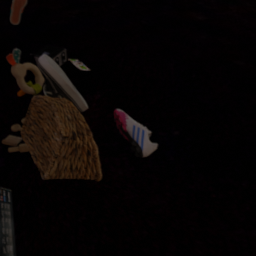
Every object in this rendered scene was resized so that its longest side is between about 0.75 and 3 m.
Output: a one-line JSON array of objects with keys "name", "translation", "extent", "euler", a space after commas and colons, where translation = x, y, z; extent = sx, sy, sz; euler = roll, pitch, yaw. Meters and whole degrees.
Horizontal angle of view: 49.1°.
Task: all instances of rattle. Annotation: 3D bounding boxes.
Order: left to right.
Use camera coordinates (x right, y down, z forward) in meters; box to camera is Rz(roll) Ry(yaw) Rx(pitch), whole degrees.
[{"name": "rattle", "translation": [-3.881, -1.907, 9.822], "extent": [1.230, 1.722, 1.121], "euler": [14, 71, 38]}]

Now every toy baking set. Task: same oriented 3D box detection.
[{"name": "toy baking set", "translation": [-3.568, 0.146, 10.983], "extent": [2.564, 0.298, 1.968], "euler": [-5, 43, -6]}]

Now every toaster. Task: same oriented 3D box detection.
[{"name": "toaster", "translation": [-4.117, -3.691, 14.752], "extent": [1.415, 0.840, 1.280], "euler": [16, 45, 17]}]

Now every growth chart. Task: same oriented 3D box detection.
[{"name": "growth chart", "translation": [-1.965, -2.541, 11.326], "extent": [0.814, 0.072, 0.589], "euler": [42, 32, 21]}]

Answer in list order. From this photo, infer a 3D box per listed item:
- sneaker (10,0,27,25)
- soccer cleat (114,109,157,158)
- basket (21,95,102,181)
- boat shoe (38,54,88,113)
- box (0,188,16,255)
[{"name": "sneaker", "translation": [-4.442, -4.915, 11.253], "extent": [0.513, 1.439, 0.575], "euler": [13, 36, -34]}, {"name": "soccer cleat", "translation": [0.179, 0.084, 7.097], "extent": [0.643, 0.520, 1.490], "euler": [-23, 64, -21]}, {"name": "basket", "translation": [-1.531, 0.140, 7.211], "extent": [1.641, 1.573, 2.203], "euler": [10, 23, -40]}, {"name": "boat shoe", "translation": [-2.172, -1.167, 8.903], "extent": [0.862, 2.708, 0.957], "euler": [-32, 56, -1]}, {"name": "box", "translation": [-2.907, 2.241, 5.786], "extent": [1.269, 0.367, 1.597], "euler": [-40, 48, 15]}]
